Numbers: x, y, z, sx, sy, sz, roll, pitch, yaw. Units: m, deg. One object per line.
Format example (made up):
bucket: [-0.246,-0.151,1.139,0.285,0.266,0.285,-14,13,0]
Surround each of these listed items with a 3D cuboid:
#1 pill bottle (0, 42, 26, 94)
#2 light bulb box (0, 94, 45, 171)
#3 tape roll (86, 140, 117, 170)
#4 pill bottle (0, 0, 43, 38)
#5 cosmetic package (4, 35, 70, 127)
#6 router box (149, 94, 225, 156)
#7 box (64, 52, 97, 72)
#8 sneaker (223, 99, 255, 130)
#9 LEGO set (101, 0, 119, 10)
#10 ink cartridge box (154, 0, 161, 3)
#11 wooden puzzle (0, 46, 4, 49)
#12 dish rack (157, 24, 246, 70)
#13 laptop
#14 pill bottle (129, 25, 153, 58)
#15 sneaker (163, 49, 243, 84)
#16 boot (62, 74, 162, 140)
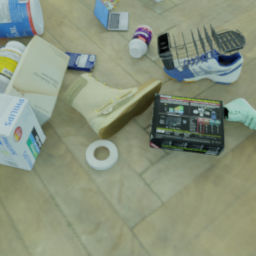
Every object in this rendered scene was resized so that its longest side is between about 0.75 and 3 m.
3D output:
pill bottle: [-4.376,-2.174,10.237,1.133,1.133,2.015,6,55,4]
light bulb box: [-3.803,0.066,8.139,2.080,2.062,1.298,11,57,6]
tape roll: [-0.826,0.836,8.759,1.001,0.183,1.001,0,56,-1]
pill bottle: [-5.172,-4.573,11.570,2.969,1.666,1.666,-6,56,-3]
cosmetic package: [-3.114,-1.583,9.523,1.469,1.037,2.837,28,50,-30]
router box: [1.882,-0.125,9.041,2.288,0.711,1.715,7,61,4]
box: [-1.972,-2.619,11.095,1.315,0.213,0.797,8,56,4]
sneaker: [3.821,-0.215,9.182,1.039,0.648,1.761,-19,48,-19]
LEGO set: [-0.950,-6.549,13.412,1.015,0.821,2.206,-7,56,-5]
ink cartridge box: [1.345,-6.967,13.625,0.934,0.938,1.279,-35,63,-21]
wooden puzzle: [-4.986,-2.937,11.368,1.129,0.132,0.761,37,63,23]
dish rack: [2.533,-3.011,9.945,2.921,0.797,2.241,-13,34,14]
laptop: [-0.711,-5.043,12.383,1.438,0.834,1.347,1,56,1]
pill bottle: [0.498,-3.476,11.354,0.757,0.757,1.347,15,57,10]
sneaker: [2.745,-2.402,10.321,2.826,1.246,1.064,1,56,1]
boot: [-0.507,-1.210,9.654,2.951,1.074,2.293,-40,64,-20]
